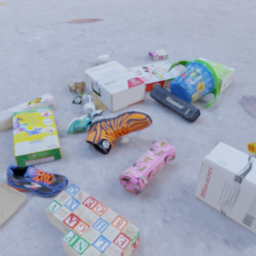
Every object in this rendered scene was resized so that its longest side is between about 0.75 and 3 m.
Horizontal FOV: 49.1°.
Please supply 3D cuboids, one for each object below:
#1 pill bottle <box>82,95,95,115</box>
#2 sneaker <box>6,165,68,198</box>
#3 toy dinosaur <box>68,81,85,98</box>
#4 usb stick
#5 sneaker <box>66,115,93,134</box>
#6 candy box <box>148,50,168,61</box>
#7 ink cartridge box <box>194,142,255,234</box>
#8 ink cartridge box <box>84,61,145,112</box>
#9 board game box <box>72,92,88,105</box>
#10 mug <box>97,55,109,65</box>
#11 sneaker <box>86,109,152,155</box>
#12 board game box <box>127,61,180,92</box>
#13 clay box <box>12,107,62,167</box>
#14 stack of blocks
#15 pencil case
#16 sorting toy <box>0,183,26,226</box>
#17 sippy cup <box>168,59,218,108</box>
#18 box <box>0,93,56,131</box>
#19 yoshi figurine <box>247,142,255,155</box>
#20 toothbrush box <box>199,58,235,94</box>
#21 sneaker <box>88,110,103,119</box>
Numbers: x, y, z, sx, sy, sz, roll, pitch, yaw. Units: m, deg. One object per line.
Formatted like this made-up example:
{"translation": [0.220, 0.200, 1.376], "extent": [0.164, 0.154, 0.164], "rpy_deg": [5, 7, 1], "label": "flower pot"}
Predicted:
{"translation": [-1.832, -1.027, 12.998], "extent": [0.570, 0.570, 1.003], "rpy_deg": [-7, 40, -8], "label": "pill bottle"}
{"translation": [-3.133, 1.735, 9.460], "extent": [2.233, 0.876, 0.841], "rpy_deg": [3, 41, 4], "label": "sneaker"}
{"translation": [-2.540, -2.000, 14.190], "extent": [0.955, 0.543, 1.798], "rpy_deg": [-1, 40, -3], "label": "toy dinosaur"}
{"translation": [2.110, -1.140, 12.890], "extent": [2.617, 0.427, 0.726], "rpy_deg": [37, 81, 28], "label": "usb stick"}
{"translation": [-2.012, -0.118, 11.918], "extent": [0.582, 0.566, 1.462], "rpy_deg": [38, 46, 22], "label": "sneaker"}
{"translation": [1.852, -4.480, 17.309], "extent": [1.051, 0.321, 0.717], "rpy_deg": [-12, 42, -14], "label": "candy box"}
{"translation": [3.518, 1.884, 8.468], "extent": [2.614, 1.909, 1.102], "rpy_deg": [30, 48, 30], "label": "ink cartridge box"}
{"translation": [-0.687, -2.115, 13.851], "extent": [1.946, 1.129, 2.637], "rpy_deg": [-23, 44, -24], "label": "ink cartridge box"}
{"translation": [-2.366, -1.460, 13.882], "extent": [0.486, 0.109, 0.927], "rpy_deg": [10, 41, 15], "label": "board game box"}
{"translation": [-1.456, -3.917, 16.532], "extent": [0.670, 0.564, 0.764], "rpy_deg": [-4, 71, 2], "label": "mug"}
{"translation": [-0.429, 0.265, 10.868], "extent": [2.822, 1.095, 1.581], "rpy_deg": [-12, 41, 31], "label": "sneaker"}
{"translation": [1.377, -2.797, 15.130], "extent": [2.510, 0.506, 1.921], "rpy_deg": [-14, 42, -15], "label": "board game box"}
{"translation": [-3.742, 0.245, 11.352], "extent": [1.646, 0.682, 2.864], "rpy_deg": [-10, 40, -15], "label": "clay box"}
{"translation": [-1.181, 2.948, 8.077], "extent": [2.662, 0.780, 1.533], "rpy_deg": [27, 47, 28], "label": "stack of blocks"}
{"translation": [0.719, 1.342, 9.844], "extent": [1.000, 0.957, 2.310], "rpy_deg": [20, 42, 35], "label": "pencil case"}
{"translation": [-4.183, 2.529, 9.044], "extent": [1.257, 0.248, 1.358], "rpy_deg": [19, 48, 21], "label": "sorting toy"}
{"translation": [3.010, -2.056, 13.416], "extent": [1.774, 1.900, 2.420], "rpy_deg": [-38, 41, -22], "label": "sippy cup"}
{"translation": [-4.659, -0.730, 12.625], "extent": [2.852, 0.591, 0.552], "rpy_deg": [-30, 52, -29], "label": "box"}
{"translation": [5.692, 1.095, 9.978], "extent": [2.565, 1.442, 1.436], "rpy_deg": [0, 56, -4], "label": "yoshi figurine"}
{"translation": [4.315, -2.796, 14.845], "extent": [2.085, 0.898, 1.518], "rpy_deg": [29, 48, 28], "label": "toothbrush box"}
{"translation": [-1.461, -0.672, 12.464], "extent": [0.423, 0.383, 0.994], "rpy_deg": [29, 15, 13], "label": "sneaker"}
